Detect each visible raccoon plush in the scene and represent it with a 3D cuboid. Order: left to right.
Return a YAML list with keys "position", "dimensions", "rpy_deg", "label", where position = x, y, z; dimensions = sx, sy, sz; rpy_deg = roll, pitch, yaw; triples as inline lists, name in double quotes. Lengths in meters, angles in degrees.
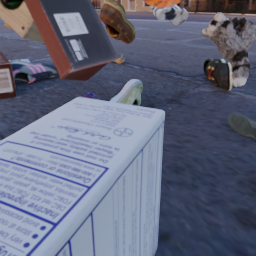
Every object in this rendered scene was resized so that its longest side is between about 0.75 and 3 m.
- position: [1.659, -1.384, 4.947]
  dimensions: [0.621, 1.284, 0.860]
  rpy_deg: [5, 6, -18]
  label: "raccoon plush"

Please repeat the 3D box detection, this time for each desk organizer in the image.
- position: [-1.124, -1.710, 3.901]
  dimensions: [0.799, 2.228, 0.858]
  rpy_deg: [-27, 2, -41]
  label: "desk organizer"

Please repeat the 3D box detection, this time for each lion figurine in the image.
- position: [-0.604, -3.506, 14.346]
  dimensions: [1.010, 0.366, 0.619]
  rpy_deg: [23, 68, 27]
  label: "lion figurine"

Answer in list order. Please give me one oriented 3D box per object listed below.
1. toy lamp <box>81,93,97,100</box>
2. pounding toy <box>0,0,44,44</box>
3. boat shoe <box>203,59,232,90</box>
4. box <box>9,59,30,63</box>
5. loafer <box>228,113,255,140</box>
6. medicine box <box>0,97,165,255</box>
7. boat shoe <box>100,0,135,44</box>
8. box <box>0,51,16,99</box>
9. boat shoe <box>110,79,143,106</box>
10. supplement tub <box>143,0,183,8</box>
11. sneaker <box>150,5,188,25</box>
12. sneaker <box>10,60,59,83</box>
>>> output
- position: [-1.200, -0.451, 7.846]
  dimensions: [0.623, 0.623, 2.140]
  rpy_deg: [0, 28, 1]
  label: "toy lamp"
- position: [-2.886, -3.104, 7.213]
  dimensions: [1.976, 1.526, 2.147]
  rpy_deg: [42, 16, 4]
  label: "pounding toy"
- position: [3.439, -2.076, 10.770]
  dimensions: [0.862, 1.007, 2.752]
  rpy_deg: [-2, 23, 8]
  label: "boat shoe"
- position: [-5.446, -2.915, 13.198]
  dimensions: [1.590, 0.327, 1.240]
  rpy_deg: [-11, 28, -19]
  label: "box"
- position: [3.151, 0.020, 7.137]
  dimensions: [0.400, 0.457, 1.272]
  rpy_deg: [1, 27, -40]
  label: "loafer"
- position: [-0.568, 1.098, 2.843]
  dimensions: [1.209, 2.140, 2.350]
  rpy_deg: [12, 28, 22]
  label: "medicine box"
- position: [-0.333, -2.847, 7.921]
  dimensions: [0.693, 0.650, 1.925]
  rpy_deg: [30, 0, 18]
  label: "boat shoe"
- position: [-4.850, -2.014, 10.309]
  dimensions: [0.911, 1.218, 2.432]
  rpy_deg: [-13, 28, -25]
  label: "box"
- position: [0.044, -0.827, 8.615]
  dimensions: [0.661, 0.767, 2.130]
  rpy_deg: [24, 41, 13]
  label: "boat shoe"
- position: [0.700, -2.973, 5.069]
  dimensions: [1.195, 1.195, 1.950]
  rpy_deg: [4, 42, 8]
  label: "supplement tub"
- position: [1.232, -3.847, 8.903]
  dimensions: [1.481, 0.591, 0.964]
  rpy_deg: [-13, 67, -37]
  label: "sneaker"
- position: [-3.783, -2.160, 11.448]
  dimensions: [2.124, 0.745, 0.871]
  rpy_deg: [-2, 61, -24]
  label: "sneaker"
